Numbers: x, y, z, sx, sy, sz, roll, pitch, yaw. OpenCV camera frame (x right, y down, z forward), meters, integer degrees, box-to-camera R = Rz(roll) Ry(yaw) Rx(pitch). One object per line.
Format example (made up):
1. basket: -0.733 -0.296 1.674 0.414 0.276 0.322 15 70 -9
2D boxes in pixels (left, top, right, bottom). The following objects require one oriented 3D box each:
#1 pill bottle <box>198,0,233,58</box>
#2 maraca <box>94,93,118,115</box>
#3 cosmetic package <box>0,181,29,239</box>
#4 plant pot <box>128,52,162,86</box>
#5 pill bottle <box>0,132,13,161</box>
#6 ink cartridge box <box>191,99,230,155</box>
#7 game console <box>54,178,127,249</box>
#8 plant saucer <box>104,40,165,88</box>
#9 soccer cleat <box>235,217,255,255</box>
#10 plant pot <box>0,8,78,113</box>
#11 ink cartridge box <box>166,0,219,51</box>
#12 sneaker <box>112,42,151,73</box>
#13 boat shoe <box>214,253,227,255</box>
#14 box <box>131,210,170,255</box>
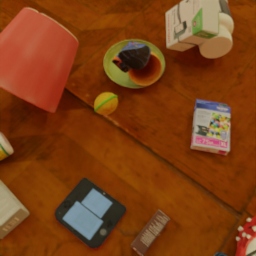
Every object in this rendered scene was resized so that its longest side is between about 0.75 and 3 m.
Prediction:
1. pill bottle: 3.296 -4.351 11.326 1.638 1.638 2.959 -2 64 -1
2. maraca: -0.688 -0.751 8.899 0.841 1.227 0.656 -32 88 0
3. cosmetic package: -4.125 2.179 8.438 2.044 0.922 1.092 40 70 21
4. plant pot: 0.528 -2.388 10.478 1.251 1.251 1.146 -9 35 -4
5. pill bottle: -4.659 0.857 9.105 1.544 0.871 0.871 -32 67 -15
6. ink cartridge box: 2.936 -0.142 9.884 1.231 0.433 2.062 10 62 4
7. game console: -1.172 2.581 8.561 1.775 0.275 1.570 33 68 15
8. plant saucer: 0.236 -2.474 11.076 2.393 0.372 2.393 0 63 -1
9. soccer cleat: 3.504 3.505 7.890 0.919 0.741 2.158 41 60 -6
10. plant pot: -3.060 -2.199 9.067 2.812 2.812 2.488 27 88 13
11. ink cartridge box: 2.289 -3.849 10.285 0.857 2.039 1.488 1 86 -27
12. sneaker: 0.133 -2.348 8.733 0.825 2.191 0.859 37 83 -22
13. boat shoe: 2.393 4.229 7.539 0.716 0.584 1.702 21 65 10
14. box: 0.641 3.053 8.111 0.477 0.638 1.274 39 70 18
